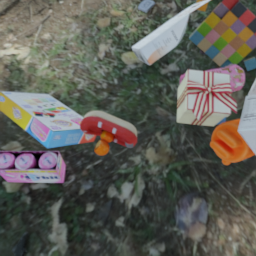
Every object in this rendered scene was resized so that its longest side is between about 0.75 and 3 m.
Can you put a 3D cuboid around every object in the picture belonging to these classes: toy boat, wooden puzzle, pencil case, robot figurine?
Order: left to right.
[{"bbox_3d":[-0.519,0.220,6.566,1.383,0.902,0.904,22,71,10],"label":"toy boat"},{"bbox_3d":[2.536,-1.394,8.535,1.904,0.788,0.824,-12,64,-11],"label":"pencil case"},{"bbox_3d":[3.139,-2.933,8.805,2.946,1.747,0.207,38,33,-9],"label":"wooden puzzle"},{"bbox_3d":[2.828,0.300,7.151,1.768,1.031,1.272,-10,95,-41],"label":"robot figurine"}]

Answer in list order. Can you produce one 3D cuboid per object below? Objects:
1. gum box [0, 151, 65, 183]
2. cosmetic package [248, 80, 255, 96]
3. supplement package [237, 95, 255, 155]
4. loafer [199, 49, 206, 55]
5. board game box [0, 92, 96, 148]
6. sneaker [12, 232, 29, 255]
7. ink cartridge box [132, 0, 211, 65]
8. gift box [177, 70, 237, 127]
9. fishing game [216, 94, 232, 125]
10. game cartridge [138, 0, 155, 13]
[{"bbox_3d":[-2.993,1.209,8.598,1.904,1.080,0.629,0,60,0],"label":"gum box"},{"bbox_3d":[5.456,-1.593,10.376,1.385,0.851,1.380,29,64,16],"label":"cosmetic package"},{"bbox_3d":[3.450,0.139,5.977,1.388,1.783,0.988,-7,50,46],"label":"supplement package"},{"bbox_3d":[3.559,-3.355,11.699,1.146,0.361,0.412,-9,60,-5],"label":"loafer"},{"bbox_3d":[-2.093,-0.276,7.301,2.164,1.656,0.436,32,109,27],"label":"board game box"},{"bbox_3d":[-2.948,3.355,7.851,0.396,0.228,0.760,29,69,16],"label":"sneaker"},{"bbox_3d":[1.226,-2.635,7.742,2.269,0.569,1.840,-31,18,5],"label":"ink cartridge box"},{"bbox_3d":[1.694,-0.572,6.187,1.068,1.081,1.157,1,72,-4],"label":"gift box"},{"bbox_3d":[2.455,-0.732,7.700,0.298,1.372,1.916,-1,15,38],"label":"fishing game"},{"bbox_3d":[0.843,-5.789,13.261,0.532,0.161,0.798,33,65,14],"label":"game cartridge"}]
